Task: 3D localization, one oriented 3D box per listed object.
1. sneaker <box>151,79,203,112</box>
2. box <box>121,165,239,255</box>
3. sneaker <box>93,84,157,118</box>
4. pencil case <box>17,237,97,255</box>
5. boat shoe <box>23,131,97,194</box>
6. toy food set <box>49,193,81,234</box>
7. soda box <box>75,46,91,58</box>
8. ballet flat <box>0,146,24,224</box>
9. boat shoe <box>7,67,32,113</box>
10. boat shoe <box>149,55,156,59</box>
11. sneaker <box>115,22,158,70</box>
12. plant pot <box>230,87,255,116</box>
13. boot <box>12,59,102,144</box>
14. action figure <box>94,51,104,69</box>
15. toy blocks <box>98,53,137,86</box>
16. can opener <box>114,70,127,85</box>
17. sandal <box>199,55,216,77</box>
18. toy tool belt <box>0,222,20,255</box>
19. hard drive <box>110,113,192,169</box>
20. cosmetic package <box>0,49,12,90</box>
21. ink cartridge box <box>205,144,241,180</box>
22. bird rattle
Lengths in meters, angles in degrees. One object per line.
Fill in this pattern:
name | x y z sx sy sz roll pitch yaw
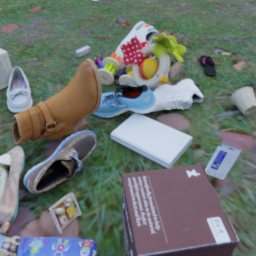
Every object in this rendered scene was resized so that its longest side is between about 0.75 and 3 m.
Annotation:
sneaker | 1.772 -1.113 10.431 2.419 0.901 1.054 -23 51 -23
box | 0.821 2.128 5.648 1.712 2.086 1.730 -6 40 -7
sneaker | -0.317 -1.105 9.727 2.545 1.145 0.998 -7 57 18
pencil case | -1.509 2.747 5.998 1.720 0.671 0.747 1 28 3
boat shoe | -1.679 0.986 7.694 2.374 0.858 0.859 -43 27 -21
toy food set | -1.472 2.017 6.686 0.258 0.614 0.856 -20 5 27
soda box | -2.267 -3.826 14.041 0.288 0.267 0.841 26 46 28
ballet flat | -3.224 1.285 7.272 0.810 0.800 2.379 -38 42 20
boat shoe | -4.255 -1.465 10.858 0.911 0.793 2.473 -9 41 -11
boat shoe | 1.346 -3.861 13.808 0.482 0.618 1.361 24 46 25
sneaker | 0.378 -3.576 12.513 1.152 0.868 2.464 33 86 31
plant pot | 4.334 -0.900 10.262 0.872 0.872 0.798 -7 52 -8
boot | -2.107 -0.600 8.106 2.319 2.998 1.105 -14 55 -34
action figure | -1.228 -3.098 12.917 0.446 0.676 1.366 -21 42 -23
toy blocks | -0.108 -2.692 11.815 1.836 0.800 2.203 17 54 13
can opener | 0.214 -2.275 12.109 1.743 0.685 0.552 -15 2 -17
sandal | 3.729 -2.965 12.927 0.663 0.398 1.765 0 40 0
toy tool belt | -2.729 2.691 6.241 0.631 0.641 1.026 29 42 -15
hard drive | 0.749 0.334 9.142 2.224 0.292 1.467 25 47 27
cosmetic package | -6.025 -1.958 10.938 1.008 1.491 2.835 26 46 30
ink cartridge box | 2.528 0.868 7.483 0.537 1.080 0.212 20 31 0
bird rattle | 0.719 -2.448 10.241 2.512 2.048 1.415 -2 -9 36
